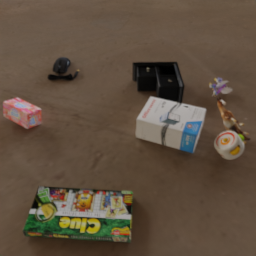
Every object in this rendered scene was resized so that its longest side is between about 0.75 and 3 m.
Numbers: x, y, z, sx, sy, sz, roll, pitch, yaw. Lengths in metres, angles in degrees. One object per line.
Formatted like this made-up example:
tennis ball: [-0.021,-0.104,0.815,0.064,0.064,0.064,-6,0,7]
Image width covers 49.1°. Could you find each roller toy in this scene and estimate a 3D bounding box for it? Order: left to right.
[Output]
roller toy: [3.280,0.557,9.141,0.832,0.637,0.912,-11,46,41]

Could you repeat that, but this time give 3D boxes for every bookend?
bookend: [1.207,-1.944,11.979,2.003,0.922,1.990,-1,42,0]

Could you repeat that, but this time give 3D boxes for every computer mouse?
computer mouse: [-2.988,-2.940,13.462,1.366,0.448,1.946,4,42,6]

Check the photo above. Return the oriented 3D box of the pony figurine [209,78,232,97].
pony figurine: [3.940,-1.780,12.081,0.873,0.753,0.904,-25,41,21]

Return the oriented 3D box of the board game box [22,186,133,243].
board game box: [-1.270,2.308,7.624,2.748,0.322,1.440,2,44,2]

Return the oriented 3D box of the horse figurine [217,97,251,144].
horse figurine: [3.620,-0.138,9.666,0.440,1.762,1.168,-39,35,4]

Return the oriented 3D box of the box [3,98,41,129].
box: [-3.975,-0.563,10.497,1.341,0.635,0.688,24,31,24]

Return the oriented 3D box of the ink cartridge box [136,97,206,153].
ink cartridge box: [1.513,-0.156,9.974,2.118,0.909,1.551,16,44,16]
